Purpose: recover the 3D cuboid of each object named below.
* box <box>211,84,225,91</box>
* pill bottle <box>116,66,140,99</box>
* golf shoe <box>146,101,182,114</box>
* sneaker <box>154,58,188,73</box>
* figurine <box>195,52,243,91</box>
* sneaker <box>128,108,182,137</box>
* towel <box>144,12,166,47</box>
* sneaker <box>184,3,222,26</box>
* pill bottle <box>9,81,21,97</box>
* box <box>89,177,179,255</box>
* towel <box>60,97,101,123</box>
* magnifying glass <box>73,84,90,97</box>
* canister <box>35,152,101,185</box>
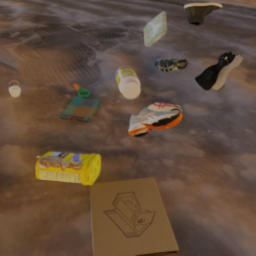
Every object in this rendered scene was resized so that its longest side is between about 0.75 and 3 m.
[{"bbox_3d":[4.486,-2.251,14.737,0.944,0.100,0.772,27,43,33],"label":"box"},{"bbox_3d":[0.005,-2.230,13.842,1.061,1.061,1.857,-5,34,-7],"label":"pill bottle"},{"bbox_3d":[1.539,-0.761,12.099,1.626,0.590,0.749,-7,35,-10],"label":"golf shoe"},{"bbox_3d":[2.418,-3.738,16.500,2.049,0.789,0.873,-3,23,-18],"label":"sneaker"},{"bbox_3d":[3.600,-2.227,10.763,1.660,1.620,0.715,-12,60,-51],"label":"figurine"},{"bbox_3d":[0.627,-0.281,7.037,1.434,0.543,0.659,-16,58,22],"label":"sneaker"},{"bbox_3d":[1.180,-4.339,12.372,0.311,1.292,1.106,15,63,-36],"label":"towel"},{"bbox_3d":[2.325,-3.495,8.650,1.269,0.629,0.449,-11,13,-17],"label":"sneaker"},{"bbox_3d":[-5.612,-1.923,13.858,0.546,0.546,0.938,-12,36,-17],"label":"pill bottle"},{"bbox_3d":[0.025,2.411,7.713,2.067,0.269,2.529,-5,34,-7],"label":"box"},{"bbox_3d":[-2.116,-0.862,12.601,1.359,0.201,1.853,7,35,11],"label":"towel"},{"bbox_3d":[-2.412,-1.912,14.193,0.574,0.161,1.441,-20,38,-26],"label":"magnifying glass"},{"bbox_3d":[-1.856,1.234,8.823,1.718,0.744,1.276,3,13,9],"label":"canister"}]
